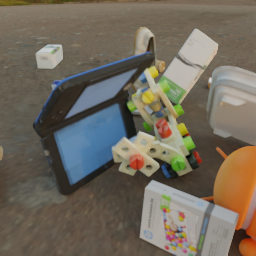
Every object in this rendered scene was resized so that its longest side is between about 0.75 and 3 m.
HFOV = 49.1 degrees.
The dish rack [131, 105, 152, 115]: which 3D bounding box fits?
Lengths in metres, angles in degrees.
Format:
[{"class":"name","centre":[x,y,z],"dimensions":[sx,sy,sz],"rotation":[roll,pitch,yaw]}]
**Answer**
[{"class":"dish rack","centre":[0.376,-0.603,9.074],"dimensions":[0.925,0.201,0.794],"rotation":[9,30,14]}]

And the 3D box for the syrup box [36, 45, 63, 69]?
[{"class":"syrup box","centre":[-3.855,-3.562,13.883],"dimensions":[0.743,0.769,1.888],"rotation":[2,30,2]}]

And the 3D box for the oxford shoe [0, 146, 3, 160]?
[{"class":"oxford shoe","centre":[-2.862,1.041,5.620],"dimensions":[0.701,0.672,1.900],"rotation":[3,41,3]}]

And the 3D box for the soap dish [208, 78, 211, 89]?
[{"class":"soap dish","centre":[3.525,-1.714,10.986],"dimensions":[0.764,0.310,0.601],"rotation":[9,30,15]}]

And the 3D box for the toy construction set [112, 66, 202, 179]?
[{"class":"toy construction set","centre":[0.676,0.005,6.220],"dimensions":[1.362,1.939,2.957],"rotation":[-20,29,25]}]

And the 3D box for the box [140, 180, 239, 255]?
[{"class":"box","centre":[0.865,1.514,4.292],"dimensions":[1.357,1.058,0.279],"rotation":[18,29,27]}]

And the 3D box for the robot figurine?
[{"class":"robot figurine","centre":[2.396,1.080,4.233],"dimensions":[2.414,1.737,1.408],"rotation":[17,36,24]}]

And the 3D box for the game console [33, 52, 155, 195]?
[{"class":"game console","centre":[-0.398,-0.116,5.706],"dimensions":[2.538,2.166,1.502],"rotation":[-31,83,-42]}]

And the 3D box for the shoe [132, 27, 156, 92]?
[{"class":"shoe","centre":[0.528,-2.139,9.396],"dimensions":[0.805,2.302,0.615],"rotation":[-26,46,-30]}]

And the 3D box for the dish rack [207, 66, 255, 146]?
[{"class":"dish rack","centre":[2.985,-0.071,5.988],"dimensions":[2.819,2.419,0.614],"rotation":[23,72,20]}]

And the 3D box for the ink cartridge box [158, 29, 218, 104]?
[{"class":"ink cartridge box","centre":[1.853,-1.847,8.839],"dimensions":[0.880,2.087,1.524],"rotation":[37,13,9]}]

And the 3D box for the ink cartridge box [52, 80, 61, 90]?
[{"class":"ink cartridge box","centre":[-1.189,-0.504,7.559],"dimensions":[1.503,1.531,0.331],"rotation":[6,40,9]}]

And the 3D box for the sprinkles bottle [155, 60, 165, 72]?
[{"class":"sprinkles bottle","centre":[0.948,-2.975,13.063],"dimensions":[1.513,0.516,0.516],"rotation":[19,34,30]}]
